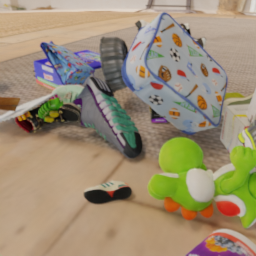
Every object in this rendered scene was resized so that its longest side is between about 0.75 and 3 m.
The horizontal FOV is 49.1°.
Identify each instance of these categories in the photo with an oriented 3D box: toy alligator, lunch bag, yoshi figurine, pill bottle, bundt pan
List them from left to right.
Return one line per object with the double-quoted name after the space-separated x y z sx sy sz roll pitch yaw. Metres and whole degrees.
-1.935 -0.537 7.057 0.394 1.452 0.431 7 61 -39 "toy alligator"
-1.733 -1.873 7.687 1.370 0.645 1.032 50 20 6 "lunch bag"
-0.317 -2.058 8.977 0.684 1.822 1.822 -7 26 13 "bundt pan"
1.342 -1.330 7.150 1.104 2.921 2.340 -23 38 47 "lunch bag"
0.866 2.076 3.361 1.760 0.980 0.980 -21 34 -34 "pill bottle"
1.670 0.766 5.157 2.645 1.486 1.481 3 27 -7 "yoshi figurine"

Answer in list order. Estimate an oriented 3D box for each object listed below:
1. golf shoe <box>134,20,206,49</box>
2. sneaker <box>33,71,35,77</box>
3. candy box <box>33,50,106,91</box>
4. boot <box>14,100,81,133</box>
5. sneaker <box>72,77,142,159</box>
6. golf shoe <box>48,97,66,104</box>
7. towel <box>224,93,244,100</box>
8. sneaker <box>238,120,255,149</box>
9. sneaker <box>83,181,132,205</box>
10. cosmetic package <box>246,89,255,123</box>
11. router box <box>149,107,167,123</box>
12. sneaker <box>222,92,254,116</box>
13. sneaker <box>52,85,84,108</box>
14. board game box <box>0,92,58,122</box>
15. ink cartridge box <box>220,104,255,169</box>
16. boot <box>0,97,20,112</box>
1.435 -3.084 9.362 2.499 1.181 0.972 35 16 6 "golf shoe"
-3.457 -2.562 12.726 0.801 0.461 1.535 26 40 32 "sneaker"
-2.069 -2.350 11.666 2.788 1.074 2.357 -24 37 -39 "candy box"
-2.300 -0.296 8.219 1.776 0.650 1.337 17 33 29 "boot"
-0.616 -0.094 7.504 0.996 1.171 2.676 17 36 -51 "sneaker"
-2.237 -0.738 9.179 1.217 0.557 0.458 16 31 24 "golf shoe"
2.926 -0.990 9.978 2.769 0.250 1.192 -5 29 -10 "towel"
2.549 0.268 4.881 0.687 0.753 1.860 22 21 -12 "sneaker"
-0.424 1.273 5.667 0.954 0.336 0.446 -6 13 -9 "sneaker"
3.369 -0.392 5.970 1.408 0.716 0.521 8 32 2 "cosmetic package"
0.977 -1.402 9.182 0.579 1.692 2.268 1 27 1 "router box"
4.074 -0.601 8.744 2.358 0.791 1.058 -14 35 -20 "sneaker"
-1.722 -0.858 9.103 2.138 0.787 1.261 8 27 13 "sneaker"
-3.147 -0.507 8.412 1.679 0.217 1.680 -13 20 30 "board game box"
3.049 0.186 6.807 1.061 1.066 1.467 -4 30 -4 "ink cartridge box"
-3.535 -0.743 7.458 1.242 1.169 0.425 3 59 -29 "boot"
